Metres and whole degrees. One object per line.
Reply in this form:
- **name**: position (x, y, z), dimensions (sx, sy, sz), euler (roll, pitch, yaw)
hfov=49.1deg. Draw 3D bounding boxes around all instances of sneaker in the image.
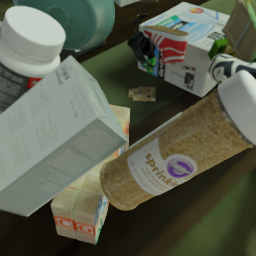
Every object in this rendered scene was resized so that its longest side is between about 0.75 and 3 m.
- **sneaker**: position (2.558, -0.860, 5.482), dimensions (1.817, 0.725, 1.183), euler (15, 35, -11)
- **sneaker**: position (0.949, -2.271, 7.671), dimensions (0.575, 0.909, 1.616), euler (-20, 37, -29)

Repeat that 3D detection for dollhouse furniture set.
- **dollhouse furniture set**: position (2.825, -1.953, 6.604), dimensions (0.964, 1.920, 1.258), euler (-11, 65, -10)

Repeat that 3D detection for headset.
- **headset**: position (0.474, -2.473, 8.031), dimensions (0.756, 0.994, 1.609), euler (-25, 72, 28)

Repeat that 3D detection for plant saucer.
- **plant saucer**: position (-1.812, -3.116, 7.477), dimensions (2.879, 2.879, 0.518), euler (8, 55, 8)

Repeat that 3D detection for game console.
- **game console**: position (-2.504, -3.605, 11.920), dimensions (2.437, 0.378, 2.156), euler (-35, 59, -30)

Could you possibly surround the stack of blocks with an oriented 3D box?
- **stack of blocks**: position (-0.687, 0.990, 6.296), dimensions (0.832, 1.635, 2.840), euler (11, 46, 7)

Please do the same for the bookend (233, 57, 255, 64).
- **bookend**: position (3.999, -2.075, 9.159), dimensions (0.855, 1.844, 1.856), euler (-18, 39, 22)

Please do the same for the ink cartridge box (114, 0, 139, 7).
- **ink cartridge box**: position (0.260, -4.278, 7.970), dimensions (1.484, 1.083, 0.624), euler (-28, 65, -20)

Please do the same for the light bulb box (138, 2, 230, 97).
- **light bulb box**: position (2.311, -2.982, 10.207), dimensions (2.872, 1.792, 2.847), euler (31, 53, 27)

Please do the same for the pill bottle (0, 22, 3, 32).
- **pill bottle**: position (-3.059, -2.201, 7.297), dimensions (1.945, 1.077, 1.077), euler (0, 44, 14)

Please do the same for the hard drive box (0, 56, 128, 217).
- **hard drive box**: position (-1.385, 0.122, 4.911), dimensions (2.265, 0.870, 1.766), euler (-36, 49, 10)

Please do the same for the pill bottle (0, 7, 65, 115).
- **pill bottle**: position (-2.338, -1.242, 6.155), dimensions (1.375, 2.414, 1.375), euler (21, 42, -20)

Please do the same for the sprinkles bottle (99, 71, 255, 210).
- **sprinkles bottle**: position (0.723, 0.307, 3.941), dimensions (0.883, 2.588, 0.883), euler (33, 37, -30)

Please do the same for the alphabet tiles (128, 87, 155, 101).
- **alphabet tiles**: position (0.480, -1.190, 9.659), dimensions (0.922, 0.035, 0.770), euler (2, 45, 2)
